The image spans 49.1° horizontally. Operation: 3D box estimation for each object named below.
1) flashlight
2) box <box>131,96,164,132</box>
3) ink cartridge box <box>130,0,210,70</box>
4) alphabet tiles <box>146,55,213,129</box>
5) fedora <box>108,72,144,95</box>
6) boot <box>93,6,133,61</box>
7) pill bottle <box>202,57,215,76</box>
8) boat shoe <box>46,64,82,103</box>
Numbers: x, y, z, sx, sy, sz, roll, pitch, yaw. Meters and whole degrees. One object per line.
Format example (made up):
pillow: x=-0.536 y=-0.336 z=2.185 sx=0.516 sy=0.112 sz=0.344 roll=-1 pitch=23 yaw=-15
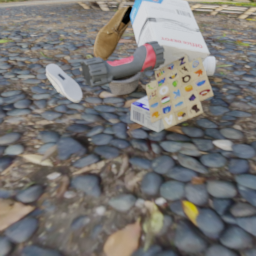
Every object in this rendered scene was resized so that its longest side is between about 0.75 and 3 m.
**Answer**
flashlight: x=-0.113 y=-1.641 z=6.981 sx=2.197 sy=0.747 sz=0.744 roll=-19 pitch=30 yaw=-28
box: x=1.115 y=-0.670 z=11.155 sx=1.405 sy=0.801 sz=1.528 roll=25 pitch=39 yaw=34
ink cartridge box: x=1.442 y=-3.536 z=10.477 sx=2.129 sy=1.228 sz=2.934 roll=3 pitch=57 yaw=-22
alphabet tiles: x=1.520 y=-1.196 z=8.846 sx=2.060 sy=0.078 sz=2.476 roll=-25 pitch=49 yaw=26
fedora: x=-0.264 y=-2.275 z=13.578 sx=1.973 sy=1.007 sz=2.231 roll=17 pitch=42 yaw=28
boot: x=-0.599 y=-4.064 z=11.873 sx=0.978 sy=2.657 sz=1.003 roll=32 pitch=-7 yaw=-21
pill bottle: x=3.311 y=-3.313 z=14.966 sx=2.421 sy=1.344 sz=1.344 roll=2 pitch=31 yaw=3
boat shoe: x=-1.656 y=-1.068 z=7.166 sx=1.244 sy=0.434 sz=0.441 roll=44 pitch=57 yaw=8
